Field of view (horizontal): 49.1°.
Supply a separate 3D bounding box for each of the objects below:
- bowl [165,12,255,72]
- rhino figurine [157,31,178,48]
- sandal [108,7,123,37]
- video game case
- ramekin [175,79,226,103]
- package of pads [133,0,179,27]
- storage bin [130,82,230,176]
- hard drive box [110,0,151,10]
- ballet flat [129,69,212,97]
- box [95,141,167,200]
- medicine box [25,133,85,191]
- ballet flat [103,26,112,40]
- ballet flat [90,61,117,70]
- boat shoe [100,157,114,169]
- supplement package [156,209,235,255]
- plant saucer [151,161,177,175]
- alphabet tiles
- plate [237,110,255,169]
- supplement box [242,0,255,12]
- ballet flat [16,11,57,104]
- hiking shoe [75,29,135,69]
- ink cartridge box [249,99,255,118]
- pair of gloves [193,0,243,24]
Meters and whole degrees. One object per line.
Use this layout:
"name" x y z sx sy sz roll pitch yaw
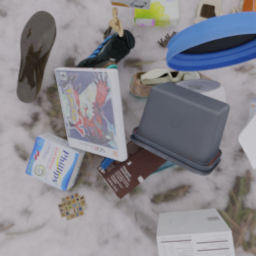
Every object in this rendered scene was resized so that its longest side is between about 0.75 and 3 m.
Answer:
"bowl" 2.391 -2.141 7.316 2.875 2.875 0.564 -7 86 -1
"rhino figurine" 1.433 -3.113 9.815 0.813 0.243 0.355 -38 94 -9
"sandal" -0.430 -3.055 8.113 0.347 0.387 1.054 -6 66 -17
"video game case" -0.981 -0.382 7.170 2.055 0.259 2.255 11 116 38
"ramekin" 1.964 -0.838 8.110 1.768 1.768 0.823 -8 115 -2
"package of pads" 0.975 -4.222 9.888 1.613 0.550 1.246 1 78 0
"storage bin" 1.438 -0.147 7.121 2.292 1.668 1.539 28 120 27
"hard drive box" 0.060 -3.927 7.848 1.226 1.573 0.604 8 95 3
"ballet flat" 1.458 -1.515 9.036 2.824 0.950 0.961 -7 55 -2
"box" 0.176 1.056 8.315 2.008 0.752 1.006 -39 123 -11
"medicine box" -2.158 0.999 8.410 1.377 0.709 1.254 22 98 8
"ballet flat" -0.654 -3.239 9.204 0.220 0.948 0.319 16 65 -22
"ballet flat" -1.268 -0.993 8.258 0.953 2.786 0.947 46 37 21
"boat shoe" -0.549 0.811 7.759 0.318 0.259 0.755 35 113 -32
"supplement package" 1.688 3.017 7.298 1.711 2.197 1.218 -7 86 8
"plant saucer" 1.048 0.954 8.979 2.409 0.229 0.842 -20 77 -5
"alphabet tiles" -1.740 2.464 8.766 0.859 0.027 0.715 -19 79 -4
"plate" 3.452 0.156 7.476 1.448 0.234 1.445 -50 124 -13
"supplement box" 5.067 -4.006 9.510 2.210 0.735 0.760 4 90 -9
"ballet flat" -2.884 -2.161 8.766 0.980 0.675 2.910 16 110 -6
"hiking shoe" -0.862 -2.186 9.306 2.620 1.136 0.975 -37 110 6
"ink cartridge box" 4.510 -0.211 8.753 1.359 0.300 1.384 4 87 32
"pair of gloves" 3.590 -4.077 9.937 2.329 0.408 1.981 20 79 3
